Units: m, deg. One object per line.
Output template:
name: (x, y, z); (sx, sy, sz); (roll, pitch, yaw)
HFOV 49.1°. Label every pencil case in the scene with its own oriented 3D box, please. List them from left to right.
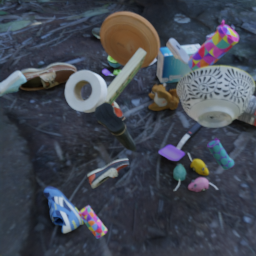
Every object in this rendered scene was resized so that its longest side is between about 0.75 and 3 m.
pencil case: (-0.895, 2.395, 7.107); (0.376, 0.376, 0.850); (-38, 94, -33)
pencil case: (3.180, -2.961, 10.627); (0.938, 2.122, 0.938); (16, 53, -22)
pencil case: (2.762, 0.787, 8.357); (0.416, 0.383, 0.901); (-40, 100, -26)

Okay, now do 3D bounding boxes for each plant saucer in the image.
plant saucer: (0.009, -3.216, 10.668); (2.390, 2.390, 0.386); (15, 55, 16)

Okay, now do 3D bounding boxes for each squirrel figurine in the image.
squirrel figurine: (1.697, -1.470, 13.015); (1.470, 1.040, 1.372); (13, 32, -7)

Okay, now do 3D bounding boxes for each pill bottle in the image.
pill bottle: (4.900, -0.923, 12.125); (1.988, 1.152, 1.152); (24, 48, 24)

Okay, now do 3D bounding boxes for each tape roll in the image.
tape roll: (-1.371, -1.174, 9.084); (1.329, 1.329, 0.465); (20, 5, 20)

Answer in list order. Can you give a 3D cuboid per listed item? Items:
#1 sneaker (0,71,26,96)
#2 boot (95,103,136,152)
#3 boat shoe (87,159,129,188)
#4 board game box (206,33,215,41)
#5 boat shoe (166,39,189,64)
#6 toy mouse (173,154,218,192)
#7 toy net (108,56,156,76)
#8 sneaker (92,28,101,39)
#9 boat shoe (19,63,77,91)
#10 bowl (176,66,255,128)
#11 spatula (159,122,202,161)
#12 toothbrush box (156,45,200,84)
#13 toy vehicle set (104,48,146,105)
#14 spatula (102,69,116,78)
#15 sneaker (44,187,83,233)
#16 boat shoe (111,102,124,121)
sneaker: (-4.061, -1.348, 9.605); (1.298, 0.532, 0.480); (-37, 45, -1)
boot: (-0.293, 0.000, 6.288); (0.461, 0.823, 1.189); (-34, 41, 0)
boat shoe: (-0.535, 1.290, 8.039); (1.288, 0.458, 0.403); (-25, 65, -1)
board game box: (3.592, -3.569, 11.781); (0.938, 0.939, 0.290); (-14, 32, -39)
boat shoe: (2.149, -3.246, 12.123); (0.481, 0.427, 1.306); (-29, 81, -30)
toy mouse: (2.210, 1.703, 9.898); (1.643, 0.358, 1.849); (-26, 49, -25)
toy net: (0.341, -3.631, 15.456); (2.810, 0.543, 1.474); (-14, 45, -15)
sneaker: (-1.021, -6.303, 17.831); (2.610, 1.190, 1.012); (6, 43, 7)
boat shoe: (-3.958, -2.383, 13.830); (2.939, 1.113, 1.055); (-11, 47, 1)
bowl: (2.794, -0.753, 9.074); (2.495, 2.495, 1.171); (5, 64, 6)
spatula: (2.300, 0.467, 11.275); (0.795, 0.289, 2.814); (31, 51, 27)
toothbrush box: (2.642, -3.252, 14.284); (2.173, 1.591, 0.927); (-8, 44, -8)
toy vehicle set: (-0.185, -1.698, 9.933); (0.288, 1.348, 2.169); (38, 85, 1)
spatula: (-0.861, -2.780, 14.852); (1.268, 0.130, 0.358); (31, 53, 28)
sneaker: (-2.202, 2.541, 8.802); (0.740, 0.665, 1.799); (-35, 53, -29)
boat shoe: (-0.742, -0.930, 12.584); (0.611, 0.537, 1.715); (-23, 49, -25)
